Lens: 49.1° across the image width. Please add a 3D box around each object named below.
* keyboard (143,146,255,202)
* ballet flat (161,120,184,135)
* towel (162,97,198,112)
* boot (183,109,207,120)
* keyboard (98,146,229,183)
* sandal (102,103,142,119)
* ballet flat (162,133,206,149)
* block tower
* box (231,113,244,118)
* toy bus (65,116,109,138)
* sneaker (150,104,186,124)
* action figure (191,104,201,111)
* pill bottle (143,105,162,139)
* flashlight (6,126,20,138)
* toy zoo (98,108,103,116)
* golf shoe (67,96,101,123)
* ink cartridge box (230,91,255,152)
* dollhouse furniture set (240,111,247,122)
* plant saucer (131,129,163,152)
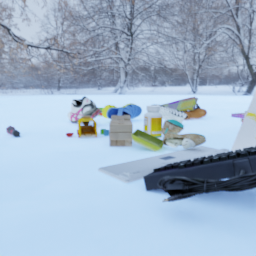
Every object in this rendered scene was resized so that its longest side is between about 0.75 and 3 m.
[{"bbox_3d":[1.422,0.424,3.445,2.801,0.288,1.780,-18,0,31],"label":"keyboard"},{"bbox_3d":[1.229,0.032,7.978,0.528,0.488,1.496,32,11,20],"label":"ballet flat"},{"bbox_3d":[2.324,-0.976,13.170,1.867,0.213,1.341,-13,24,25],"label":"towel"},{"bbox_3d":[2.814,-0.566,12.446,1.225,0.451,0.948,-9,2,29],"label":"boot"},{"bbox_3d":[0.855,0.636,5.479,2.947,0.157,0.829,-6,6,-38],"label":"keyboard"},{"bbox_3d":[-0.115,-0.567,11.750,1.951,0.775,0.849,-12,29,-40],"label":"sandal"},{"bbox_3d":[1.225,0.324,6.317,1.081,0.381,0.353,-1,43,47],"label":"ballet flat"},{"bbox_3d":[-0.208,0.038,7.802,0.633,0.591,2.188,1,8,0],"label":"block tower"},{"bbox_3d":[5.514,-0.598,13.422,0.936,0.183,0.641,-5,10,-30],"label":"box"},{"bbox_3d":[-1.245,-0.060,8.435,1.164,0.601,1.098,6,10,30],"label":"toy bus"},{"bbox_3d":[1.450,-0.492,10.454,1.426,0.578,0.536,18,11,-8],"label":"sneaker"},{"bbox_3d":[3.027,-0.972,13.808,1.662,0.848,0.988,-7,9,-18],"label":"action figure"},{"bbox_3d":[0.701,-0.157,7.933,0.528,0.936,0.528,0,9,0],"label":"pill bottle"},{"bbox_3d":[-3.465,0.110,8.417,0.272,0.273,0.804,-4,9,-33],"label":"flashlight"},{"bbox_3d":[-0.897,-0.801,14.104,1.599,0.164,1.049,3,19,10],"label":"toy zoo"},{"bbox_3d":[-1.860,-0.754,10.866,2.066,0.951,0.750,-9,32,52],"label":"golf shoe"},{"bbox_3d":[2.521,0.050,4.871,1.016,1.623,1.043,24,17,23],"label":"ink cartridge box"},{"bbox_3d":[5.053,-0.473,11.354,0.778,0.552,0.617,1,9,5],"label":"dollhouse furniture set"},{"bbox_3d":[0.461,0.318,6.672,0.768,0.184,0.767,25,14,8],"label":"plant saucer"}]
